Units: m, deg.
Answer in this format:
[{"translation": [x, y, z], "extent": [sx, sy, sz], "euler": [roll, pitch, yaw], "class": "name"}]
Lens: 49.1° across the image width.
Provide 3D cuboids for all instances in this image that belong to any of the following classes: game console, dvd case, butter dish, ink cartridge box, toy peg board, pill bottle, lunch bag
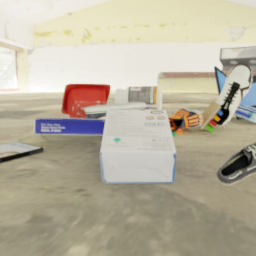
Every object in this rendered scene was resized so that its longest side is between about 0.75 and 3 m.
[{"translation": [5.782, -1.978, 14.334], "extent": [2.334, 2.735, 1.618], "euler": [-9, -37, 17], "class": "game console"}, {"translation": [-3.404, 0.681, 7.594], "extent": [1.270, 0.156, 1.779], "euler": [7, 12, 34], "class": "dvd case"}, {"translation": [-1.825, -0.843, 12.617], "extent": [2.109, 2.103, 1.559], "euler": [-2, 54, -21], "class": "butter dish"}, {"translation": [-1.719, -0.043, 9.331], "extent": [2.709, 0.551, 2.715], "euler": [1, 1, -16], "class": "ink cartridge box"}, {"translation": [3.313, -0.402, 11.059], "extent": [0.540, 1.098, 1.103], "euler": [36, 17, -6], "class": "toy peg board"}, {"translation": [0.657, -1.796, 17.464], "extent": [2.815, 1.638, 1.638], "euler": [2, 10, 10], "class": "pill bottle"}, {"translation": [0.209, 0.242, 6.286], "extent": [1.477, 0.826, 2.165], "euler": [1, 32, 0], "class": "ink cartridge box"}, {"translation": [5.675, -0.661, 13.125], "extent": [1.192, 0.611, 1.483], "euler": [3, 17, -32], "class": "lunch bag"}]

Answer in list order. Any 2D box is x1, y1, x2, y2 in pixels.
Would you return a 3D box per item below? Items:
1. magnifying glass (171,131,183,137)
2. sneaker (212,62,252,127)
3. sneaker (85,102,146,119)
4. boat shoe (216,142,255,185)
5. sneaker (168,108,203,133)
[{"translation": [1.706, 0.232, 10.372], "extent": [0.928, 0.104, 0.369], "euler": [-11, 14, -39], "class": "magnifying glass"}, {"translation": [4.264, -1.269, 11.512], "extent": [1.054, 2.860, 1.144], "euler": [23, 20, 16], "class": "sneaker"}, {"translation": [-0.486, -0.498, 11.590], "extent": [2.494, 0.990, 0.978], "euler": [-6, 11, 1], "class": "sneaker"}, {"translation": [2.089, 0.530, 4.746], "extent": [1.301, 0.473, 0.408], "euler": [-34, -30, 5], "class": "boat shoe"}, {"translation": [1.969, -0.311, 11.272], "extent": [1.222, 0.846, 2.181], "euler": [-14, 1, -12], "class": "sneaker"}]
